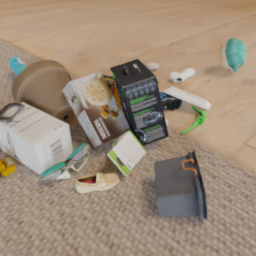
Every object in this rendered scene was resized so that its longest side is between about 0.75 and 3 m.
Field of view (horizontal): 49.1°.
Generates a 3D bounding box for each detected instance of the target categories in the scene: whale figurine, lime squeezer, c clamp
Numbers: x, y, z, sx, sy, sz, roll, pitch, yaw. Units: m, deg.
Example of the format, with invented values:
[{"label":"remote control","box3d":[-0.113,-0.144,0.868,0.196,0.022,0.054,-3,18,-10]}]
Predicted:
[{"label":"whale figurine","box3d":[6.303,-4.206,16.116,1.313,2.012,2.530,-1,-1,43]},{"label":"lime squeezer","box3d":[2.963,-0.436,12.190,0.832,0.444,2.356,13,38,17]},{"label":"c clamp","box3d":[-4.145,-0.536,10.045,1.084,0.172,1.269,-1,38,9]}]

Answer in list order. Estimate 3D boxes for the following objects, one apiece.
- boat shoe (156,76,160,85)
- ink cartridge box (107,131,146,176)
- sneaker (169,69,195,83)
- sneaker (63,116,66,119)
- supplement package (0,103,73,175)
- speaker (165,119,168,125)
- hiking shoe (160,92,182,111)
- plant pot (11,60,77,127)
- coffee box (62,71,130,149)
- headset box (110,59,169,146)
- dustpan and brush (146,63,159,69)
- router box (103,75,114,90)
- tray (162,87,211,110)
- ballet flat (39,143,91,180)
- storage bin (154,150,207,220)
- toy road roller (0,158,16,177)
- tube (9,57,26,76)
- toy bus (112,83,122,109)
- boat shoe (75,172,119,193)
[{"label":"boat shoe","box3d":[0.686,-2.664,15.088,2.069,0.746,0.744,27,43,24]},{"label":"ink cartridge box","box3d":[-0.137,0.917,9.787,0.522,1.018,1.378,-29,13,50]},{"label":"sneaker","box3d":[3.070,-2.818,15.529,1.525,0.571,0.760,-17,49,-12]},{"label":"sneaker","box3d":[-3.418,-1.049,12.081,1.954,0.884,0.649,22,11,16]},{"label":"supplement package","box3d":[-3.463,0.353,10.176,2.531,1.480,1.485,23,43,29]},{"label":"speaker","box3d":[1.305,-0.060,11.728,0.370,0.370,0.912,25,43,30]},{"label":"hiking shoe","box3d":[1.362,-1.204,12.998,2.213,0.823,0.959,-2,35,-23]},{"label":"plant pot","box3d":[-3.183,-1.121,11.776,2.613,2.613,2.279,-25,61,-30]},{"label":"coffee box","box3d":[-1.216,-0.676,10.761,1.462,2.556,1.019,-26,-1,-32]},{"label":"headset box","box3d":[0.391,-1.108,10.746,1.259,2.713,2.362,-19,32,-4]},{"label":"dustpan and brush","box3d":[1.208,-3.667,16.862,1.239,0.355,0.865,3,27,-7]},{"label":"router box","box3d":[-1.178,-2.449,15.000,1.254,0.327,0.986,11,38,24]},{"label":"tray","box3d":[2.801,-1.472,13.192,2.249,0.249,1.207,25,21,15]},{"label":"ballet flat","box3d":[-2.017,1.307,9.488,1.962,0.706,0.706,-37,48,-24]},{"label":"storage bin","box3d":[1.517,1.699,8.524,1.370,1.485,2.040,-8,35,6]},{"label":"toy road roller","box3d":[-4.378,1.283,9.493,0.982,0.717,0.604,-31,49,-32]},{"label":"tube","box3d":[-5.700,-2.965,15.338,1.094,0.712,2.825,-5,38,-42]},{"label":"toy bus","box3d":[-0.056,-2.024,13.589,2.651,1.370,2.502,22,41,29]},{"label":"boat shoe","box3d":[-1.000,1.721,9.123,1.455,0.503,0.536,-12,37,-16]}]
